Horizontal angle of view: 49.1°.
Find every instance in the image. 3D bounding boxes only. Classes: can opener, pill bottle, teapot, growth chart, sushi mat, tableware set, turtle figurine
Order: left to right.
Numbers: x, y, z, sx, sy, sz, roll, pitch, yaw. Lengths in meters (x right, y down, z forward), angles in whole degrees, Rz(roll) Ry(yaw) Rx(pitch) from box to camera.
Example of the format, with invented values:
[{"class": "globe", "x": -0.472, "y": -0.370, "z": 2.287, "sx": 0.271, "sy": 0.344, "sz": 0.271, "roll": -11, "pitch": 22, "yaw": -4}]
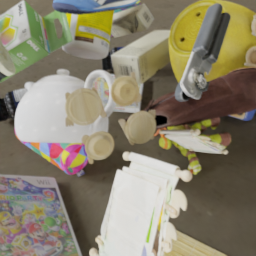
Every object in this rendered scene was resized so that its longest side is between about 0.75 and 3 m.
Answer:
[{"class": "pill bottle", "x": -3.564, "y": -0.824, "z": 9.647, "sx": 1.849, "sy": 1.034, "sz": 1.034, "roll": -17, "pitch": 44, "yaw": -18}, {"class": "teapot", "x": -1.400, "y": -0.490, "z": 6.179, "sx": 2.176, "sy": 1.589, "sz": 2.147, "roll": 2, "pitch": 0, "yaw": -7}, {"class": "pill bottle", "x": -1.245, "y": -3.812, "z": 9.192, "sx": 1.544, "sy": 2.827, "sz": 1.544, "roll": 8, "pitch": 1, "yaw": 0}, {"class": "tableware set", "x": -0.250, "y": -0.164, "z": 4.571, "sx": 1.524, "sy": 1.273, "sz": 0.177, "roll": -22, "pitch": 21, "yaw": -17}, {"class": "pill bottle", "x": -0.154, "y": -2.918, "z": 12.033, "sx": 1.947, "sy": 1.089, "sz": 1.089, "roll": -4, "pitch": 41, "yaw": -5}, {"class": "growth chart", "x": 0.110, "y": 1.393, "z": 4.138, "sx": 0.186, "sy": 2.100, "sz": 1.520, "roll": 12, "pitch": 9, "yaw": -42}, {"class": "turtle figurine", "x": 1.799, "y": 0.166, "z": 8.596, "sx": 2.263, "sy": 0.904, "sz": 2.807, "roll": -13, "pitch": 42, "yaw": -14}, {"class": "sushi mat", "x": 1.352, "y": 2.852, "z": 6.084, "sx": 2.005, "sy": 0.121, "sz": 0.959, "roll": 20, "pitch": 46, "yaw": 23}, {"class": "growth chart", "x": 1.512, "y": 0.330, "z": 6.264, "sx": 1.223, "sy": 1.690, "sz": 0.150, "roll": 3, "pitch": 73, "yaw": 43}, {"class": "can opener", "x": 1.362, "y": -1.427, "z": 5.380, "sx": 0.673, "sy": 0.537, "sz": 2.014, "roll": -8, "pitch": 55, "yaw": 57}, {"class": "tableware set", "x": 3.236, "y": -1.815, "z": 6.276, "sx": 1.201, "sy": 1.438, "sz": 0.167, "roll": 11, "pitch": 5, "yaw": -9}]

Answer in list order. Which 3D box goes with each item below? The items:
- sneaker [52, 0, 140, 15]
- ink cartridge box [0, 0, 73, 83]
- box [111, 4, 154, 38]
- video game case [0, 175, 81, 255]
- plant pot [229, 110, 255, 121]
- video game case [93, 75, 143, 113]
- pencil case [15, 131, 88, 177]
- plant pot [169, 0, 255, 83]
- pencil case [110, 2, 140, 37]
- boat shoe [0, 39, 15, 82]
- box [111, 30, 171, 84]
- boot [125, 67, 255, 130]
[{"class": "sneaker", "x": -0.829, "y": -3.410, "z": 7.080, "sx": 2.291, "sy": 0.942, "sz": 0.847, "roll": -19, "pitch": 25, "yaw": -22}, {"class": "ink cartridge box", "x": -3.104, "y": -2.512, "z": 7.894, "sx": 2.872, "sy": 0.852, "sz": 1.491, "roll": -25, "pitch": 62, "yaw": 13}, {"class": "box", "x": 0.013, "y": -3.906, "z": 10.309, "sx": 1.772, "sy": 0.728, "sz": 0.606, "roll": 4, "pitch": 59, "yaw": 47}, {"class": "video game case", "x": -2.207, "y": 2.085, "z": 6.131, "sx": 1.966, "sy": 0.247, "sz": 2.746, "roll": 12, "pitch": 29, "yaw": -38}, {"class": "plant pot", "x": 3.609, "y": -1.960, "z": 9.826, "sx": 2.722, "sy": 2.722, "sz": 2.447, "roll": 20, "pitch": 52, "yaw": 22}, {"class": "video game case", "x": -0.509, "y": -1.415, "z": 10.921, "sx": 2.092, "sy": 0.263, "sz": 2.299, "roll": 4, "pitch": 41, "yaw": 5}, {"class": "pencil case", "x": -2.181, "y": 0.417, "z": 8.167, "sx": 2.536, "sy": 1.121, "sz": 1.121, "roll": 27, "pitch": 48, "yaw": 28}, {"class": "plant pot", "x": 2.207, "y": -2.107, "z": 7.324, "sx": 2.032, "sy": 2.862, "sz": 2.862, "roll": 24, "pitch": 18, "yaw": -47}, {"class": "pencil case", "x": -0.387, "y": -4.543, "z": 11.333, "sx": 1.926, "sy": 0.890, "sz": 0.820, "roll": -33, "pitch": 28, "yaw": 30}, {"class": "boat shoe", "x": -3.355, "y": -1.996, "z": 6.193, "sx": 0.871, "sy": 0.925, "sz": 2.576, "roll": -33, "pitch": 66, "yaw": 8}, {"class": "box", "x": 0.614, "y": -2.239, "z": 8.596, "sx": 1.007, "sy": 0.838, "sz": 2.451, "roll": 15, "pitch": 40, "yaw": 34}, {"class": "boot", "x": 1.488, "y": -0.413, "z": 5.769, "sx": 2.723, "sy": 0.985, "sz": 2.265, "roll": -11, "pitch": 11, "yaw": 45}]
